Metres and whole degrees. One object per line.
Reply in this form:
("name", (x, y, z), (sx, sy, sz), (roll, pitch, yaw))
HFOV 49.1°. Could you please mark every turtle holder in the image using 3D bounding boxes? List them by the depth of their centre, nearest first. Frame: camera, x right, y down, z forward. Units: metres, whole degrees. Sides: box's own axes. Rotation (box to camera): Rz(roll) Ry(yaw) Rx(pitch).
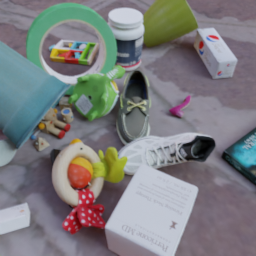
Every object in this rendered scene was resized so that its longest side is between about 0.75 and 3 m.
("turtle holder", (-0.944, -1.214, 8.915), (1.388, 1.827, 1.298), (23, 26, 20))

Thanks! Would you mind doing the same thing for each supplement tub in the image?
("supplement tub", (-0.134, -3.286, 10.586), (1.390, 1.981, 1.390), (2, 46, -2))

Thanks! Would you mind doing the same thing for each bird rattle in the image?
("bird rattle", (-1.103, 1.295, 6.673), (1.240, 1.795, 2.201), (-8, 41, 47))

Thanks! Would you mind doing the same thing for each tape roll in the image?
("tape roll", (-1.810, -2.478, 9.098), (2.847, 2.847, 0.684), (-14, 35, -12))

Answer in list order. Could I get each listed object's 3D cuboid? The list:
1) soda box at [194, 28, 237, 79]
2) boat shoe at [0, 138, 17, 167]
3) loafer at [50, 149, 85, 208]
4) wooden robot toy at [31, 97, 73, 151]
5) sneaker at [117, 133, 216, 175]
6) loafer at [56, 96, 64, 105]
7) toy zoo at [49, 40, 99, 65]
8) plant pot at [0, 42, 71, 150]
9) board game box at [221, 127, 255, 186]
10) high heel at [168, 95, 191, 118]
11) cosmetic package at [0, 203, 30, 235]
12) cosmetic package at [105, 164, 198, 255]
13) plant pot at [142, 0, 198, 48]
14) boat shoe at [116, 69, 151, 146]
("soda box", (3.406, -3.006, 11.146), (0.762, 0.815, 2.393), (-7, 48, -7))
("boat shoe", (-3.853, 0.953, 7.673), (0.546, 0.684, 1.810), (-4, 34, 44))
("loafer", (-1.560, 1.261, 7.442), (0.637, 0.652, 1.787), (-21, 58, -18))
("wooden robot toy", (-2.288, -0.333, 8.643), (0.939, 0.967, 2.131), (18, 51, 16))
("sneaker", (1.011, 0.575, 7.303), (2.655, 1.528, 1.002), (-13, 85, -11))
("loafer", (-3.105, -0.995, 9.456), (1.814, 0.637, 0.616), (-9, 49, -8))
("toy zoo", (-2.348, -3.170, 11.654), (2.004, 0.205, 1.315), (7, 50, 10))
("plant pot", (-3.196, -1.021, 7.680), (2.302, 2.350, 2.350), (40, 51, -13))
("board game box", (4.301, 0.681, 8.127), (2.672, 0.376, 1.807), (-30, 54, -24))
("high heel", (1.757, -0.806, 9.450), (0.499, 0.350, 1.039), (30, 65, 1))
("cosmetic package", (-3.056, 2.231, 6.617), (1.352, 0.342, 0.558), (-14, 23, -13))
("cosmetic package", (0.526, 2.041, 6.205), (1.414, 1.405, 1.689), (21, 52, 17))
("plant pot", (1.445, -4.361, 11.594), (2.164, 2.025, 2.025), (-32, 48, 16))
("boat shoe", (0.196, -0.703, 9.007), (1.056, 0.883, 2.956), (4, 49, -1))
